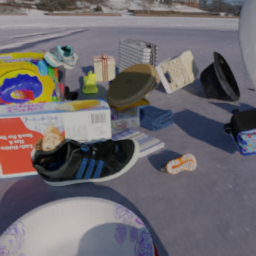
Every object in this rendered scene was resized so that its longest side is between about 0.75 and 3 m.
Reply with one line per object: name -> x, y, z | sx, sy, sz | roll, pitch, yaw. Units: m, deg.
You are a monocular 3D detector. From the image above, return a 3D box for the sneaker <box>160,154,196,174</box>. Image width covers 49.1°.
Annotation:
sneaker -> 1.374, 0.983, 7.586 | 1.182, 0.463, 0.456 | -4, -11, -35

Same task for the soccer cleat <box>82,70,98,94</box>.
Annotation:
soccer cleat -> -1.920, -2.317, 13.998 | 0.728, 0.942, 2.253 | 0, 25, -9

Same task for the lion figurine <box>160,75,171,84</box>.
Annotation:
lion figurine -> 1.851, -2.620, 15.063 | 1.439, 0.521, 0.881 | 23, -2, -33

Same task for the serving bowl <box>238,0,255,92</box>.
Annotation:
serving bowl -> 2.296, -0.869, 3.146 | 2.148, 2.148, 0.707 | -15, -7, -28

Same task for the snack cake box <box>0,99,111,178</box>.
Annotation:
snack cake box -> -1.974, 0.249, 7.611 | 2.971, 1.708, 0.998 | -4, 24, -10

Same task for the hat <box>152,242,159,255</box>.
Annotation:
hat -> 0.793, 2.951, 3.593 | 2.226, 2.366, 2.688 | 15, 63, 14

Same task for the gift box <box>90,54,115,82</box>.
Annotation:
gift box -> -1.454, -3.433, 15.915 | 1.470, 1.372, 1.356 | -4, 25, -11

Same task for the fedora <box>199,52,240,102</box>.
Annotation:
fedora -> 4.152, -2.190, 13.060 | 1.226, 2.684, 2.684 | -27, 10, 32

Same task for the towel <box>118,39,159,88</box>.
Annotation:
towel -> 0.540, -3.364, 14.675 | 1.209, 2.340, 2.825 | -10, 26, -28

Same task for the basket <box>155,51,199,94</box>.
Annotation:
basket -> 2.538, -2.873, 14.004 | 1.378, 1.514, 2.234 | -22, 12, 31

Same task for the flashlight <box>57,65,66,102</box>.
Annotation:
flashlight -> -3.146, -2.140, 11.926 | 0.976, 0.973, 2.873 | -26, 54, 29

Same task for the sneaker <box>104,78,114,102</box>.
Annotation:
sneaker -> -0.653, -1.434, 11.252 | 1.846, 1.052, 0.669 | -28, 40, 24

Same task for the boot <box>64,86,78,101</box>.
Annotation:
boot -> -2.757, -1.620, 13.188 | 0.877, 0.396, 1.070 | 5, 32, 16

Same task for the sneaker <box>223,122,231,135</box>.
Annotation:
sneaker -> 4.006, 0.064, 9.434 | 1.441, 0.533, 0.571 | 21, 29, 38

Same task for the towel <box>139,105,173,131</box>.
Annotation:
towel -> 0.555, -0.545, 10.698 | 1.249, 0.543, 2.238 | -22, 33, -37

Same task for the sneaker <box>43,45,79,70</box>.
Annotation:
sneaker -> -1.776, -2.105, 8.219 | 0.647, 0.581, 1.498 | -31, 2, 23

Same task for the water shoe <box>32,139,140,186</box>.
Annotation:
water shoe -> -1.012, 0.752, 6.613 | 2.584, 1.020, 0.924 | -18, 52, 9

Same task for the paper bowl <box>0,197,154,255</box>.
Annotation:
paper bowl -> -0.762, 2.160, 4.123 | 2.269, 1.180, 2.269 | -1, 25, 0

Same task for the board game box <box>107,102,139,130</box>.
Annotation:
board game box -> -0.673, -0.447, 10.026 | 2.153, 0.368, 1.447 | -8, 32, 7

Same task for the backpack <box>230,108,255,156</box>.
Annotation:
backpack -> 3.762, 0.193, 8.070 | 1.559, 1.707, 1.149 | -11, 57, 11

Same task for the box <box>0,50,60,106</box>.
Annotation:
box -> -3.694, -0.881, 8.871 | 2.781, 2.679, 1.697 | -12, 28, -23

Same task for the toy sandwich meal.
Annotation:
toy sandwich meal -> 0.144, -1.327, 9.574 | 2.132, 0.730, 2.132 | -21, 44, 22

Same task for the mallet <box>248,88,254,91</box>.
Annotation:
mallet -> 6.476, -1.829, 13.917 | 0.361, 0.225, 1.095 | -26, 30, -36

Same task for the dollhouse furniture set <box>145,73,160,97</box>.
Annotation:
dollhouse furniture set -> 0.607, -1.813, 12.543 | 1.350, 1.241, 0.879 | 6, 62, -21

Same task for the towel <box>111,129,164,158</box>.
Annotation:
towel -> 0.245, 0.467, 8.969 | 1.139, 0.185, 1.551 | -21, 30, -34
